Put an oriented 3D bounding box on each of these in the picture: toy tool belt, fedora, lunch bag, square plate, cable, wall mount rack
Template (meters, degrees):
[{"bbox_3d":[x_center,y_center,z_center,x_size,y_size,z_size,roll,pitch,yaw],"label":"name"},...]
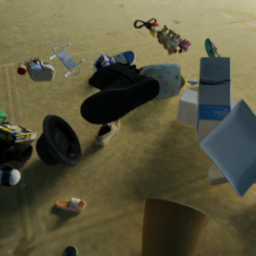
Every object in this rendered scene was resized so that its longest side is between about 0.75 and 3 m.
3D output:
[{"bbox_3d":[-2.699,-1.718,8.146,1.076,0.672,0.661,4,39,-32],"label":"toy tool belt"},{"bbox_3d":[-2.801,0.640,10.681,1.078,2.360,2.360,-31,44,14],"label":"fedora"},{"bbox_3d":[1.193,-1.705,10.663,1.722,1.381,0.664,-14,22,-26],"label":"lunch bag"},{"bbox_3d":[2.472,0.436,6.214,1.562,0.224,1.577,-42,98,-15],"label":"square plate"},{"bbox_3d":[0.866,-4.399,11.944,0.395,0.762,1.569,29,18,31],"label":"cable"},{"bbox_3d":[-2.290,-2.441,10.237,1.187,1.366,0.509,-51,20,-29],"label":"wall mount rack"}]

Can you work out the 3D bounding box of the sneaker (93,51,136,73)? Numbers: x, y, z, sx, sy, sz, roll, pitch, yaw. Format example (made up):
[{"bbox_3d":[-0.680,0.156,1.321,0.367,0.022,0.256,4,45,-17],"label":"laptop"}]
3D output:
[{"bbox_3d":[-0.578,-2.672,11.360,1.868,1.368,0.753,-31,80,4],"label":"sneaker"}]

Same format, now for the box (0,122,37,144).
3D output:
[{"bbox_3d":[-4.791,0.166,11.458,1.589,0.392,1.269,19,12,19],"label":"box"}]

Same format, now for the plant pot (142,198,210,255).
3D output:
[{"bbox_3d":[1.149,3.257,7.843,1.897,1.897,2.035,12,66,12],"label":"plant pot"}]

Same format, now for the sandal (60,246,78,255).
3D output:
[{"bbox_3d":[-1.941,4.038,7.893,0.631,0.454,1.590,11,45,11],"label":"sandal"}]

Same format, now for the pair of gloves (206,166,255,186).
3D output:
[{"bbox_3d":[4.130,0.920,10.273,2.544,0.525,2.992,-8,28,20],"label":"pair of gloves"}]

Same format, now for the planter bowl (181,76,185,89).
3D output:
[{"bbox_3d":[1.950,-2.043,13.948,1.710,0.712,1.710,-1,45,1],"label":"planter bowl"}]

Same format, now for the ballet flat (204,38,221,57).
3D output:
[{"bbox_3d":[3.773,-3.311,12.395,0.490,0.530,1.570,1,62,-12],"label":"ballet flat"}]

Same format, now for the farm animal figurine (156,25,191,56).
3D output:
[{"bbox_3d":[1.766,-3.478,11.572,1.421,0.885,1.760,35,17,-2],"label":"farm animal figurine"}]

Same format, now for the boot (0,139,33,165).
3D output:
[{"bbox_3d":[-4.672,1.193,10.616,1.441,0.725,1.928,12,45,12],"label":"boot"}]

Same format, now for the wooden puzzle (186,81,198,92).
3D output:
[{"bbox_3d":[3.637,-1.608,13.875,1.441,0.250,2.135,4,44,-3],"label":"wooden puzzle"}]

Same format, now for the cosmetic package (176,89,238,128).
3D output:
[{"bbox_3d":[3.472,-0.639,12.091,2.593,1.318,0.960,17,47,16],"label":"cosmetic package"}]

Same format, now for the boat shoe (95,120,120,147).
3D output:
[{"bbox_3d":[-0.843,0.055,11.890,0.650,0.583,1.756,16,46,16],"label":"boat shoe"}]

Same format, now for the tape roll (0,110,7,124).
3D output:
[{"bbox_3d":[-3.654,-0.169,7.391,0.846,0.846,0.203,-32,89,-28],"label":"tape roll"}]

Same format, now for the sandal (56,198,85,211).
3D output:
[{"bbox_3d":[-1.977,2.572,9.515,1.023,0.293,0.392,4,44,4],"label":"sandal"}]

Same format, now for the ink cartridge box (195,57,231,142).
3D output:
[{"bbox_3d":[2.936,-0.945,9.732,1.036,1.795,2.474,3,65,13],"label":"ink cartridge box"}]

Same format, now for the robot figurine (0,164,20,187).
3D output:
[{"bbox_3d":[-3.600,1.415,8.273,0.757,0.569,0.472,11,52,-2],"label":"robot figurine"}]

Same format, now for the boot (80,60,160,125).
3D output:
[{"bbox_3d":[-0.579,-1.207,8.617,2.662,0.985,2.182,-26,37,-21],"label":"boot"}]
